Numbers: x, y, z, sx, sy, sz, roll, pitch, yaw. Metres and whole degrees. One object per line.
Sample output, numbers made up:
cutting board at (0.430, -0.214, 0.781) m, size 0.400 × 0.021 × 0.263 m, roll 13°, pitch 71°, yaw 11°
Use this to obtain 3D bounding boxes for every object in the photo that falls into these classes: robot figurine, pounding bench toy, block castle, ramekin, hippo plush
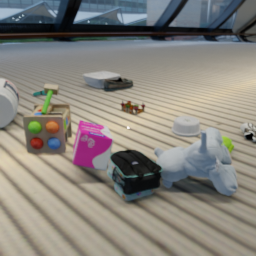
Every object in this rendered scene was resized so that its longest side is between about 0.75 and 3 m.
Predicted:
robot figurine at (2.614, 0.520, 7.921) m, size 0.812 × 0.470 × 0.712 m, roll -19°, pitch 39°, yaw -41°
pounding bench toy at (-2.357, -0.293, 8.203) m, size 1.103 × 1.775 × 1.384 m, roll -1°, pitch 21°, yaw -1°
block castle at (0.179, -0.883, 11.513) m, size 0.928 × 0.435 × 0.620 m, roll 19°, pitch 29°, yaw 39°
ramekin at (1.961, -0.074, 9.441) m, size 0.969 × 0.451 × 0.969 m, roll -1°, pitch 21°, yaw 0°
hippo plush at (1.458, 0.923, 6.264) m, size 1.509 × 1.495 × 1.876 m, roll -24°, pitch -6°, yaw 25°

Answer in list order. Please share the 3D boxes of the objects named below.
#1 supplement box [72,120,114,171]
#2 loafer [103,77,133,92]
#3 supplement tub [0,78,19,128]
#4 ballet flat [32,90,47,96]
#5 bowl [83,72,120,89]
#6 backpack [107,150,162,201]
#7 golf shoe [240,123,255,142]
supplement box at (-0.923, 0.398, 7.109) m, size 0.810 × 0.827 × 1.600 m, roll 13°, pitch 10°, yaw -13°
loafer at (-0.467, -2.437, 15.138) m, size 0.738 × 0.646 × 2.055 m, roll 19°, pitch 29°, yaw 40°
supplement tub at (-4.773, -0.921, 10.187) m, size 1.463 × 1.463 × 2.085 m, roll -7°, pitch 22°, yaw -16°
ballet flat at (-4.308, -1.714, 13.882) m, size 0.872 × 0.303 × 0.303 m, roll -10°, pitch 24°, yaw -23°
bowl at (-1.482, -2.699, 15.817) m, size 1.729 × 0.646 × 1.732 m, roll -19°, pitch 28°, yaw -40°
backpack at (0.080, 0.988, 6.181) m, size 1.001 × 0.873 × 1.139 m, roll -10°, pitch 34°, yaw -29°
golf shoe at (3.868, 0.134, 8.974) m, size 0.517 × 0.426 × 1.095 m, roll -6°, pitch 21°, yaw -14°
